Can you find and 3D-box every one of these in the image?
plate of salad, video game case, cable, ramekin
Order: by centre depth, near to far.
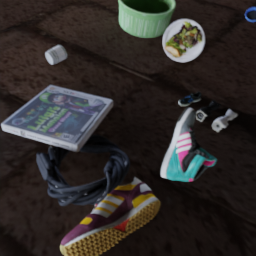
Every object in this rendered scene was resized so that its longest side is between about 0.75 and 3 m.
[{"bbox_3d":[-1.151,1.114,7.847,2.407,0.749,2.950,-14,29,-27],"label":"cable"},{"bbox_3d":[-2.200,-0.464,9.335,2.588,0.332,2.847,14,37,13],"label":"video game case"},{"bbox_3d":[2.093,-3.265,10.581,1.574,1.574,0.378,7,24,6],"label":"plate of salad"},{"bbox_3d":[0.807,-5.484,13.355,2.685,1.311,2.685,4,50,-5],"label":"ramekin"}]

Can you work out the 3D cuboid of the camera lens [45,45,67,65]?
[{"bbox_3d":[-3.033,-3.096,11.873,0.611,0.611,0.764,36,58,27],"label":"camera lens"}]

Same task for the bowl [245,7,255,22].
[{"bbox_3d":[6.438,-5.786,14.348,0.845,0.166,0.845,-5,67,13],"label":"bowl"}]

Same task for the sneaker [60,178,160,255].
[{"bbox_3d":[-0.545,2.209,7.080,2.659,0.996,1.198,-20,42,-24],"label":"sneaker"}]

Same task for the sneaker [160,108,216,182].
[{"bbox_3d":[1.453,0.432,6.125,1.028,0.712,1.702,17,80,24],"label":"sneaker"}]

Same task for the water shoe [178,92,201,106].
[{"bbox_3d":[2.256,-1.096,10.273,0.933,0.368,0.334,-21,52,-17],"label":"water shoe"}]

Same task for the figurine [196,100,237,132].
[{"bbox_3d":[3.104,-0.470,9.704,1.107,0.477,1.080,37,54,27],"label":"figurine"}]
